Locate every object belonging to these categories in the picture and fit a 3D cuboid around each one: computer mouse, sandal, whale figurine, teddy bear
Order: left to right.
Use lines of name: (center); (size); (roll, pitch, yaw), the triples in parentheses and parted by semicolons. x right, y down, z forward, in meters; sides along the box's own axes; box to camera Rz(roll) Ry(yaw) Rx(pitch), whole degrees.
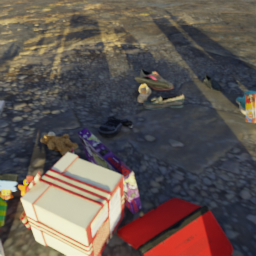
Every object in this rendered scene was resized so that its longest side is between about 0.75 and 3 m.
teddy bear: (-2.525, 0.521, 10.238); (1.056, 0.486, 1.456); (-23, 40, -33)
computer mouse: (-0.607, 0.055, 11.045); (1.126, 0.429, 1.626); (15, 26, 21)
sandal: (0.793, -1.835, 13.643); (0.610, 0.547, 1.663); (6, 35, 10)
sandal: (1.173, -2.295, 13.670); (1.721, 0.646, 0.388); (13, 81, 6)
whale figurine: (5.617, -1.269, 12.398); (1.541, 1.005, 1.937); (10, 35, 15)

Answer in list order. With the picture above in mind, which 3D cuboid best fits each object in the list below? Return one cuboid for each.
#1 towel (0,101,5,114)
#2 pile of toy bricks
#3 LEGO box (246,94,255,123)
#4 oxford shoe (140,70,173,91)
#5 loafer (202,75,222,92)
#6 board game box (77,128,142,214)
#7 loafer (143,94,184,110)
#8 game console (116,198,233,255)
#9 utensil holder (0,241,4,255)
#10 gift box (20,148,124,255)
towel: (-6.081, -0.813, 12.412); (0.934, 0.243, 1.410); (-4, 34, -8)
pile of toy bricks: (-3.575, 2.021, 7.507); (2.895, 1.606, 1.429); (6, 72, -10)
LEGO box: (5.434, -0.798, 10.984); (1.481, 1.103, 0.571); (-3, 6, -12)
oxford shoe: (1.408, -2.468, 14.392); (2.008, 0.751, 0.707); (21, 39, 28)
loafer: (4.302, -2.303, 14.372); (0.486, 0.502, 1.431); (-12, 36, -17)
board game box: (-0.587, 1.191, 8.217); (0.416, 1.545, 2.575); (-34, 42, -19)
loafer: (1.606, -1.249, 12.735); (1.891, 0.595, 0.679); (-3, 34, -4)
game console: (1.130, 2.861, 7.034); (2.153, 1.278, 1.856); (-22, 71, -28)
utensil holder: (-3.710, 2.756, 6.388); (1.344, 1.142, 1.142); (-20, 39, -23)
gift box: (-1.305, 1.787, 6.927); (1.987, 2.128, 1.964); (16, 36, 21)
